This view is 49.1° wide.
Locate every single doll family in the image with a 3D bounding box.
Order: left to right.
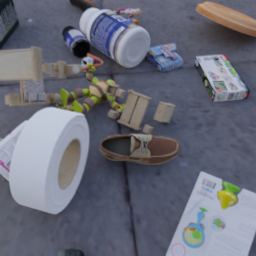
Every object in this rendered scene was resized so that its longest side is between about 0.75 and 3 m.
[{"bbox_3d":[-0.278,-4.738,12.443,1.385,1.006,2.231,25,37,36],"label":"doll family"}]

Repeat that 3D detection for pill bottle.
[{"bbox_3d":[-2.534,0.456,7.002,0.989,0.989,1.745,29,62,25],"label":"pill bottle"},{"bbox_3d":[-2.109,-3.468,11.154,0.773,0.773,1.382,-22,53,-20],"label":"pill bottle"},{"bbox_3d":[-0.613,-3.557,10.722,1.519,1.519,2.734,-33,56,-28],"label":"pill bottle"}]

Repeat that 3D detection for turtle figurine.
[{"bbox_3d":[-1.938,-0.667,8.878,0.610,0.244,0.757,12,48,21],"label":"turtle figurine"},{"bbox_3d":[-1.118,-1.184,8.867,2.016,0.805,2.500,-30,78,-37],"label":"turtle figurine"}]

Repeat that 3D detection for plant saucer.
[{"bbox_3d":[4.323,-4.660,11.824,2.957,0.477,2.957,15,32,-10],"label":"plant saucer"}]

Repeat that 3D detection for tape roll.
[{"bbox_3d":[-1.612,0.694,6.187,0.780,2.231,2.231,12,47,11],"label":"tape roll"}]

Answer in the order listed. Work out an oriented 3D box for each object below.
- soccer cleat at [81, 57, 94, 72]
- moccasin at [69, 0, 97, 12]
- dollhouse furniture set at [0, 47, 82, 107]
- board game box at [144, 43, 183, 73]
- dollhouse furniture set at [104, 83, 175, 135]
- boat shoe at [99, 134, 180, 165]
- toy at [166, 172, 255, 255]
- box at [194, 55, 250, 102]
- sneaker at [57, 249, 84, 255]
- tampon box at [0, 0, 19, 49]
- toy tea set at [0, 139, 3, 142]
[{"bbox_3d":[-1.511,-2.487,10.440,0.349,0.432,1.000,-21,42,24],"label":"soccer cleat"},{"bbox_3d":[-2.156,-6.263,13.958,0.821,0.777,2.126,-34,45,-18],"label":"moccasin"},{"bbox_3d":[-2.353,-1.371,8.103,1.216,1.424,2.747,1,7,18],"label":"dollhouse furniture set"},{"bbox_3d":[1.481,-2.778,10.785,1.292,0.399,1.293,-24,52,-21],"label":"board game box"},{"bbox_3d":[0.242,-0.563,8.487,1.990,1.031,0.881,24,10,22],"label":"dollhouse furniture set"},{"bbox_3d":[0.264,0.527,7.147,2.106,0.756,0.798,-4,75,9],"label":"boat shoe"},{"bbox_3d":[1.673,2.236,5.628,1.357,0.556,2.357,22,77,20],"label":"toy"},{"bbox_3d":[3.241,-1.806,9.871,1.200,0.379,2.181,-5,46,-5],"label":"box"},{"bbox_3d":[-1.032,2.915,5.267,0.736,0.491,1.286,-5,41,4],"label":"sneaker"},{"bbox_3d":[-5.984,-4.521,11.694,1.799,1.516,2.401,3,46,3],"label":"tampon box"},{"bbox_3d":[-3.240,0.638,7.616,1.195,0.442,0.710,-2,76,-6],"label":"toy tea set"}]
